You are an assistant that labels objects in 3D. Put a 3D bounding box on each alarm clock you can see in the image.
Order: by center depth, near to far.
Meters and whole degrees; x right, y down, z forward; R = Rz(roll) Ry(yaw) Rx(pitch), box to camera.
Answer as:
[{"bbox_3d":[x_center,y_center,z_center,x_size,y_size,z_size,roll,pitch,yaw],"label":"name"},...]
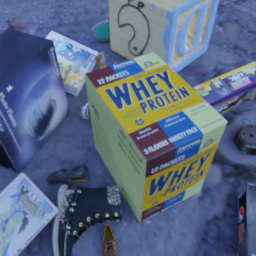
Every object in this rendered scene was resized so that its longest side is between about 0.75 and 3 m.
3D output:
[{"bbox_3d":[3.775,0.213,8.605,0.985,0.486,1.460,1,46,1],"label":"alarm clock"}]

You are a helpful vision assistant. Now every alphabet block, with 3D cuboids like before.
[{"bbox_3d":[1.296,-4.159,10.776,2.988,2.918,2.934,36,56,28],"label":"alphabet block"}]

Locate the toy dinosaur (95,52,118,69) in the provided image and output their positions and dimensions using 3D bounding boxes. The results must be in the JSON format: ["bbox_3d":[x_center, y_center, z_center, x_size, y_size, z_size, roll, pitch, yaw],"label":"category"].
[{"bbox_3d":[-0.294,-1.321,9.522,1.455,0.827,2.739,-20,73,-17],"label":"toy dinosaur"}]

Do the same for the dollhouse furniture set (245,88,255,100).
[{"bbox_3d":[5.146,-2.338,9.377,2.933,2.594,1.631,9,49,7],"label":"dollhouse furniture set"}]

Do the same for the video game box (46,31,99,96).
[{"bbox_3d":[-2.419,-2.459,10.475,2.058,0.529,2.259,22,51,-4],"label":"video game box"}]

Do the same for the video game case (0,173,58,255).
[{"bbox_3d":[-2.713,2.081,6.640,1.774,0.195,1.617,28,66,40],"label":"video game case"}]

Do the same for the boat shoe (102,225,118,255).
[{"bbox_3d":[-0.441,2.737,6.480,0.360,0.338,1.000,-7,49,-6],"label":"boat shoe"}]

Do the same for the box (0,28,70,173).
[{"bbox_3d":[-3.229,-0.771,7.879,1.720,2.792,2.769,18,52,16],"label":"box"}]

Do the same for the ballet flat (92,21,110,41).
[{"bbox_3d":[-0.525,-4.436,12.556,2.468,0.832,0.769,-19,24,-20],"label":"ballet flat"}]

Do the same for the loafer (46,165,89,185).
[{"bbox_3d":[-1.632,1.359,7.642,1.148,0.418,0.415,-14,55,-10],"label":"loafer"}]

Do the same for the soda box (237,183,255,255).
[{"bbox_3d":[3.008,2.470,6.457,0.809,0.724,2.285,12,51,10],"label":"soda box"}]

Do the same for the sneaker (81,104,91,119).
[{"bbox_3d":[-1.101,-0.919,9.145,0.886,0.581,1.539,-8,46,51],"label":"sneaker"}]

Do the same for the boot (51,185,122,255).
[{"bbox_3d":[-0.925,2.252,6.626,1.583,0.757,2.096,-3,49,-4],"label":"boot"}]

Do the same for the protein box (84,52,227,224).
[{"bbox_3d":[0.467,0.229,6.984,1.914,2.837,2.816,-23,53,-18],"label":"protein box"}]

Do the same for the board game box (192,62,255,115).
[{"bbox_3d":[2.697,-0.870,8.510,2.303,1.904,0.653,-24,73,-18],"label":"board game box"}]
